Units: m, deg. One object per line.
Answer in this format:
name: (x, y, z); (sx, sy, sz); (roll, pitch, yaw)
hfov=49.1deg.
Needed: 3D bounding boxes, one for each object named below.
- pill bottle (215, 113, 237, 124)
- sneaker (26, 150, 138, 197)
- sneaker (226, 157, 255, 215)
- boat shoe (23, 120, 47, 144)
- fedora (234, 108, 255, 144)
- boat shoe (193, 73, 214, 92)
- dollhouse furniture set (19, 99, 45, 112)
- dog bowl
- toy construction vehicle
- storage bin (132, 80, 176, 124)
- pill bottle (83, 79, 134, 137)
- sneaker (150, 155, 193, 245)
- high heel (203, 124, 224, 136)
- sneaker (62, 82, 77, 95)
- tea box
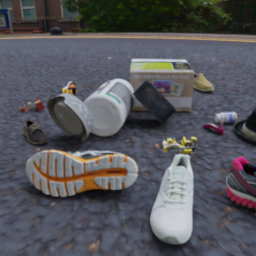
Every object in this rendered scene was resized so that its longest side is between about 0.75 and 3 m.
pill bottle: (3.971, -0.399, 11.429); (0.787, 0.441, 0.441); (-2, 24, -4)
sneaker: (-1.212, 1.131, 7.441); (2.965, 1.161, 1.145); (2, 5, 4)
sneaker: (3.533, 1.454, 6.261); (2.719, 1.015, 1.096); (11, 23, 36)
boat shoe: (-3.406, 0.136, 10.073); (0.571, 0.562, 1.532); (-20, 31, -38)
fedora: (5.293, -0.316, 10.292); (2.647, 1.209, 2.647); (0, 24, 0)
boat shoe: (4.074, -2.682, 16.003); (0.814, 0.865, 2.270); (-10, 26, -21)
dollhouse furniture set: (-4.395, -0.912, 12.773); (0.998, 0.406, 0.537); (-27, 32, -15)
dog bowl: (-1.980, -0.399, 9.785); (1.842, 1.842, 0.540); (18, 48, 34)
toy construction vehicle: (1.750, 0.558, 9.304); (1.199, 0.422, 1.044); (2, 24, 5)
storage bin: (1.053, -1.049, 11.179); (1.682, 0.788, 1.137); (44, 12, -2)
pill bottle: (-0.667, -0.946, 11.180); (1.618, 1.618, 2.861); (5, 25, 12)
sneaker: (1.056, 1.506, 6.479); (0.908, 1.034, 2.581); (6, 26, 10)
high heel: (3.242, 0.068, 10.738); (0.312, 0.444, 0.924); (4, -3, -30)
sneaker: (-3.010, -2.025, 15.055); (0.687, 0.534, 1.527); (11, 29, 6)
tea box: (1.507, -2.125, 13.490); (2.818, 1.883, 2.772); (1, 24, 3)
